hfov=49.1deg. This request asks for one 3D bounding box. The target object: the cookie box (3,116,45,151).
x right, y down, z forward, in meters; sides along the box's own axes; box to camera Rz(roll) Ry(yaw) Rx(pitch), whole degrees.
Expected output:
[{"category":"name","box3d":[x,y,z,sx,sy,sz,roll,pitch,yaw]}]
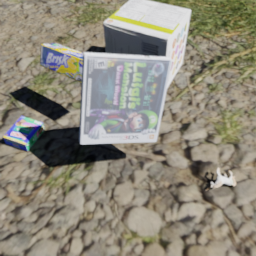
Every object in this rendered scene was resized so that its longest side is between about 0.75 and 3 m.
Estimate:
[{"category":"cookie box","box3d":[-4.140,0.217,11.194,1.063,0.467,1.243,17,50,13]}]

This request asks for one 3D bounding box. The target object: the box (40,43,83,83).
[{"category":"box","box3d":[-2.144,-2.442,10.620,2.552,0.894,0.821,25,29,24]}]

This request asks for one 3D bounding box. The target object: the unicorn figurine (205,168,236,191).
[{"category":"unicorn figurine","box3d":[3.268,1.811,9.785,1.111,0.410,0.763,4,50,2]}]

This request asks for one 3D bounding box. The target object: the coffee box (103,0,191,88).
[{"category":"coffee box","box3d":[0.914,-3.889,13.218,2.982,2.978,2.949,20,51,17]}]

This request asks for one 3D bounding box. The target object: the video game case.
[{"category":"video game case","box3d":[-0.134,-0.788,8.598,2.617,2.878,0.336,-1,29,-17]}]
